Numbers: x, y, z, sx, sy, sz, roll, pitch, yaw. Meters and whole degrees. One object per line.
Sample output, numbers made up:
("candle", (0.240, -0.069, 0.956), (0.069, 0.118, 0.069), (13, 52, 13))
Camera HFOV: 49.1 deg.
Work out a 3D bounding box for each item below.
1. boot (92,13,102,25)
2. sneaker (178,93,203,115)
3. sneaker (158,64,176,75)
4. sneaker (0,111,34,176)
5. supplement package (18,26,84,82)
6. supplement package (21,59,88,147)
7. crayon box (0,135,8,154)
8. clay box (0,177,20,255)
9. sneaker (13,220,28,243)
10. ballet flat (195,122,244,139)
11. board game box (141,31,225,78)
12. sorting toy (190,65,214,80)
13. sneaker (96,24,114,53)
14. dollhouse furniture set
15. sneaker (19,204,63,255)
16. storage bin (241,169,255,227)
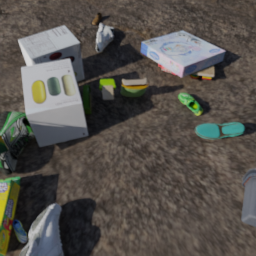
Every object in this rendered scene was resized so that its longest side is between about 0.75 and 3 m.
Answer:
("boot", (-1.840, -6.396, 16.380), (0.373, 0.382, 1.013), (18, 54, 12))
("sneaker", (2.655, -1.104, 11.937), (0.498, 0.561, 1.343), (-46, 58, 5))
("sneaker", (1.923, -2.847, 13.541), (0.555, 0.472, 1.280), (-30, 49, -10))
("sneaker", (-4.205, 0.429, 10.397), (1.228, 1.125, 2.883), (-4, 51, -3))
("supplement package", (-3.348, -3.010, 12.543), (2.171, 2.076, 1.597), (-26, 56, -19))
("supplement package", (-2.865, -1.014, 11.007), (1.979, 1.965, 2.608), (-13, 52, -10))
("crayon box", (-4.343, 0.240, 9.072), (0.297, 1.150, 0.723), (-33, 57, -27))
("clay box", (-4.331, 2.657, 8.740), (1.468, 0.608, 2.554), (-12, 51, 9))
("sneaker", (-3.376, 3.174, 8.635), (0.299, 0.414, 0.789), (-31, 57, -23))
("ballet flat", (3.518, 0.158, 10.911), (1.891, 0.666, 0.637), (-4, 75, 1))
("board game box", (2.627, -3.687, 13.598), (2.885, 0.626, 2.871), (-24, 47, -29))
("sorting toy", (3.444, -2.679, 13.272), (1.154, 0.404, 1.161), (9, 41, 8))
("sneaker", (-1.230, -4.773, 14.861), (0.878, 0.814, 2.165), (9, 52, -4))
("dollhouse furniture set", (-0.485, -1.283, 11.768), (2.787, 1.393, 1.076), (-3, 74, -5))
("sneaker", (-2.370, 3.354, 8.272), (1.149, 0.901, 2.312), (40, 35, -19))
("storage bin", (4.665, 2.417, 8.635), (2.239, 1.630, 1.504), (17, 63, 13))
